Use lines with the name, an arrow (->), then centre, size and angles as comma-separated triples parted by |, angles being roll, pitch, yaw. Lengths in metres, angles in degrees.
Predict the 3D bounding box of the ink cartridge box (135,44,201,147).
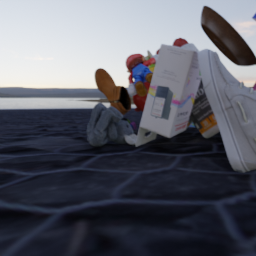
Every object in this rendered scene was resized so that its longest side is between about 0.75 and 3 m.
ink cartridge box -> 1.046, -0.633, 6.695 | 0.815, 2.420, 1.417 | 21, 16, 23

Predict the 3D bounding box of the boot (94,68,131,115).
boot -> -0.493, -1.228, 9.121 | 0.679, 1.770, 1.374 | -20, 5, -16

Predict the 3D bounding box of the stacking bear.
stacking bear -> 1.129, -1.595, 9.667 | 2.670, 1.518, 1.621 | -49, 19, -27

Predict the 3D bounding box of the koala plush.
koala plush -> -0.346, 0.071, 7.007 | 1.147, 1.054, 1.017 | 21, 2, -33

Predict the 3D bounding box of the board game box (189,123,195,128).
board game box -> 3.064, -0.405, 12.865 | 2.237, 0.541, 2.958 | 2, 6, 21

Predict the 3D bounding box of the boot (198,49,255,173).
boot -> 1.670, -0.370, 3.944 | 0.897, 1.877, 0.690 | -21, -6, 28

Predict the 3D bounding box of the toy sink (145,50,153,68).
toy sink -> 0.758, -2.353, 11.021 | 0.631, 0.734, 1.126 | -30, -25, -4

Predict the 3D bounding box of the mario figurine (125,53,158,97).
mario figurine -> 0.478, -1.491, 7.934 | 1.074, 0.922, 1.739 | -6, 36, -5

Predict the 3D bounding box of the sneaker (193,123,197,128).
sneaker -> 3.033, -0.610, 9.224 | 2.899, 1.674, 1.171 | 28, 26, 17

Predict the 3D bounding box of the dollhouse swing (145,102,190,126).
dollhouse swing -> 1.380, -0.741, 8.321 | 1.270, 1.154, 1.116 | 34, -17, -17

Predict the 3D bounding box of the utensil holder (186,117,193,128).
utensil holder -> 1.922, -0.300, 9.880 | 0.697, 0.697, 0.820 | 5, 32, 40

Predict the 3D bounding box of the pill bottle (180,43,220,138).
pill bottle -> 2.062, -1.056, 7.891 | 1.427, 2.452, 1.427 | -33, -9, -6

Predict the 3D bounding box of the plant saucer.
plant saucer -> 1.711, -1.548, 4.971 | 0.254, 1.391, 1.391 | -43, -8, 16

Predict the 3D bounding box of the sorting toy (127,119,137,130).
sorting toy -> -0.207, -0.011, 10.029 | 0.501, 0.504, 1.454 | -27, 13, -20

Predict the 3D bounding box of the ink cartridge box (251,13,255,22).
ink cartridge box -> 3.585, -1.710, 5.578 | 2.209, 0.488, 1.038 | 34, 25, -5

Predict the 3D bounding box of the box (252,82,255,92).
box -> 3.142, -0.429, 5.663 | 1.925, 1.693, 0.931 | -3, 36, -47
